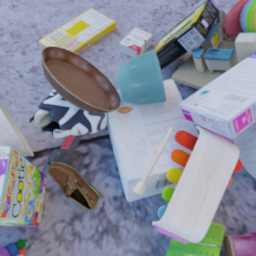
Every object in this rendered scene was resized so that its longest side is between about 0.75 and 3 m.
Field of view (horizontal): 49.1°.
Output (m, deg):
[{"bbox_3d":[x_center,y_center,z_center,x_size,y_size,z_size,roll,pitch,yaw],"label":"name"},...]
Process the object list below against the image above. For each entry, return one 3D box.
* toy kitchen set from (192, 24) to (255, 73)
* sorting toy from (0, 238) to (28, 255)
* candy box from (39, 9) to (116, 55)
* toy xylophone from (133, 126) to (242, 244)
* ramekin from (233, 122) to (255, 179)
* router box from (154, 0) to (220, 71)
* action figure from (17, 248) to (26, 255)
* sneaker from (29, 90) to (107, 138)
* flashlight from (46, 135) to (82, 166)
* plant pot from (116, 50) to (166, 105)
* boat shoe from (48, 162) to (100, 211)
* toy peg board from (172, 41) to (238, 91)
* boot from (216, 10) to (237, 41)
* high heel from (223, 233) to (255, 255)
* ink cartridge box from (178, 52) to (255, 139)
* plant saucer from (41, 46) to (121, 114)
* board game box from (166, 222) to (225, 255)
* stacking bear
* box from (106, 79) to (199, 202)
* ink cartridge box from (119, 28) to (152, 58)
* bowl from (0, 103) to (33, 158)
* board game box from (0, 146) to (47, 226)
[{"bbox_3d":[3.132,-2.689,8.632,2.108,1.242,1.689,14,60,37],"label":"toy kitchen set"},{"bbox_3d":[-1.854,3.620,6.224,2.865,0.994,0.987,46,43,16],"label":"sorting toy"},{"bbox_3d":[-2.018,-3.847,11.507,1.510,0.390,2.954,38,64,20],"label":"candy box"},{"bbox_3d":[1.379,1.154,6.456,2.076,0.712,2.835,35,83,-3],"label":"toy xylophone"},{"bbox_3d":[4.301,0.262,7.529,2.992,1.570,2.992,7,70,-20],"label":"ramekin"},{"bbox_3d":[1.871,-3.147,9.728,0.620,2.375,1.868,42,55,-16],"label":"router box"},{"bbox_3d":[-3.466,3.792,6.253,0.905,0.715,2.765,35,60,24],"label":"action figure"},{"bbox_3d":[-2.100,-0.828,8.178,1.914,1.174,2.941,-21,64,-25],"label":"sneaker"},{"bbox_3d":[-1.790,0.257,8.568,0.730,0.732,2.155,2,53,30],"label":"flashlight"},{"bbox_3d":[0.310,-1.235,7.377,1.104,1.376,1.376,-13,56,4],"label":"plant pot"},{"bbox_3d":[-1.461,1.529,7.384,1.646,0.592,0.559,37,28,-6],"label":"boat shoe"},{"bbox_3d":[3.074,-1.831,9.600,2.147,1.054,2.156,-48,46,-14],"label":"toy peg board"},{"bbox_3d":[4.706,-4.186,11.559,1.923,0.698,1.749,-4,70,5],"label":"boot"},{"bbox_3d":[3.087,3.828,6.112,1.428,1.003,2.977,2,49,-4],"label":"high heel"},{"bbox_3d":[2.805,-0.922,6.592,2.835,0.595,1.692,-36,28,-12],"label":"ink cartridge box"},{"bbox_3d":[-1.222,-1.154,7.142,2.343,0.403,2.343,34,25,-18],"label":"plant saucer"},{"bbox_3d":[1.430,3.127,6.466,1.130,0.355,2.366,14,41,22],"label":"board game box"},{"bbox_3d":[4.225,-3.078,7.944,1.767,1.655,2.910,21,18,-12],"label":"stacking bear"},{"bbox_3d":[0.649,0.290,8.035,2.187,1.527,2.872,-12,57,-8],"label":"box"},{"bbox_3d":[0.308,-3.352,11.119,0.832,0.483,1.153,29,61,18],"label":"ink cartridge box"},{"bbox_3d":[-3.500,0.198,7.772,0.848,1.887,1.887,-31,62,-15],"label":"bowl"},{"bbox_3d":[-2.973,1.462,6.465,1.361,2.642,1.385,1,67,1],"label":"board game box"}]
